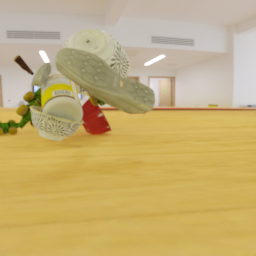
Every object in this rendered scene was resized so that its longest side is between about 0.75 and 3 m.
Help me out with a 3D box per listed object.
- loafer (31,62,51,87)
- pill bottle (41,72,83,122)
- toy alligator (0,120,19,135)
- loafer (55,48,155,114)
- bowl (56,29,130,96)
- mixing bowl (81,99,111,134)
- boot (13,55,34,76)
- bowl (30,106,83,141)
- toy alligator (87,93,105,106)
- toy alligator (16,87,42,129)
[{"bbox_3d":[-2.769,-1.731,8.948,0.409,0.410,1.172,-8,40,15],"label":"loafer"},{"bbox_3d":[-2.192,-0.969,9.065,1.192,1.192,2.182,-2,37,-17],"label":"pill bottle"},{"bbox_3d":[-4.790,0.046,10.197,1.845,0.443,0.611,-3,39,-28],"label":"toy alligator"},{"bbox_3d":[-0.549,-0.953,6.451,2.506,0.876,0.875,28,-31,-21],"label":"loafer"},{"bbox_3d":[-1.370,-2.728,10.370,2.865,2.865,1.345,0,-29,1],"label":"bowl"},{"bbox_3d":[-1.348,-0.331,10.394,0.820,1.513,1.513,-30,11,-8],"label":"mixing bowl"},{"bbox_3d":[-3.929,-2.372,10.654,0.731,0.318,0.879,39,-10,-3],"label":"boot"},{"bbox_3d":[-2.322,-0.069,8.771,1.684,0.790,1.684,18,4,-1],"label":"bowl"},{"bbox_3d":[-0.723,-0.820,7.829,0.630,0.457,1.901,-31,-3,-6],"label":"toy alligator"},{"bbox_3d":[-3.188,-0.965,9.827,0.594,2.473,0.820,-16,-44,28],"label":"toy alligator"}]
